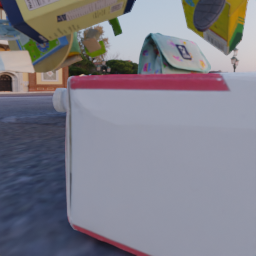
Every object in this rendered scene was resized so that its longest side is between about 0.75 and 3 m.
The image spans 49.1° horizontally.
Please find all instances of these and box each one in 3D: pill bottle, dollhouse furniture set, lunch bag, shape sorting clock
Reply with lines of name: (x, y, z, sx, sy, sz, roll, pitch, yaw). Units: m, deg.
pill bottle: (-1.566, -1.026, 10.408, 2.253, 1.262, 1.262, 3, 8, 17)
dollhouse furniture set: (-1.653, -3.122, 9.406, 2.801, 1.400, 1.081, -19, -22, 10)
lunch bag: (1.662, -1.878, 10.320, 2.529, 2.968, 1.810, -5, 9, -37)
shape sorting clock: (-2.870, -3.124, 8.980, 2.660, 2.660, 0.522, 4, 15, 27)

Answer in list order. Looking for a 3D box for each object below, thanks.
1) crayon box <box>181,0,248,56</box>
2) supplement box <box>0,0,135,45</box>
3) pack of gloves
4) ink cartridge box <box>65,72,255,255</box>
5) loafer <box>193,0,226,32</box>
crayon box: (2.456, -3.432, 8.151, 1.832, 0.733, 2.886, 44, 6, 19)
supplement box: (-1.317, -3.261, 6.144, 2.620, 1.761, 2.623, -20, 10, -2)
pack of gloves: (-2.783, -1.622, 5.510, 1.543, 1.296, 0.304, -8, -19, -48)
ink cartridge box: (1.149, 0.125, 2.511, 2.060, 1.195, 2.791, 5, 11, 33)
loafer: (1.053, -1.543, 3.433, 0.326, 0.906, 0.285, 18, -10, 23)
